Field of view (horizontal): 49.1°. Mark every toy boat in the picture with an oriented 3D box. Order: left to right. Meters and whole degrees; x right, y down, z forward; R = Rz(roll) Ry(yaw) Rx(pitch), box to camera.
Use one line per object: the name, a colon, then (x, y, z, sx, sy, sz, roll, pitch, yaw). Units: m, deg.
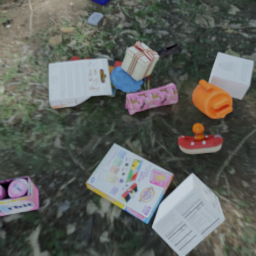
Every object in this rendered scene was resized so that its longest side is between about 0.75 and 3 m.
toy boat: (2.286, 0.305, 9.025, 1.383, 0.904, 0.902, -8, 10, 23)

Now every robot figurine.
robot figurine: (2.899, -0.950, 9.778, 1.272, 1.031, 1.768, 20, 18, -20)

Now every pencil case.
pencil case: (0.846, -1.061, 10.239, 1.904, 0.824, 0.788, -15, 53, -9)

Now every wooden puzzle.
wooden puzzle: (-1.230, -2.128, 11.309, 2.946, 0.207, 1.747, 11, 57, 7)

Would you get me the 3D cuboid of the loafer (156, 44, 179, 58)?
loafer: (1.652, -3.353, 12.030, 1.146, 0.361, 0.412, -19, 59, -12)

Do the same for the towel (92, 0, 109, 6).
towel: (-1.534, -6.774, 14.332, 1.392, 0.345, 1.028, 29, 68, 17)

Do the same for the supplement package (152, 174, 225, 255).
supplement package: (1.526, 2.142, 7.197, 0.988, 1.783, 1.388, 45, 100, 8)

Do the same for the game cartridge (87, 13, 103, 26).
game cartridge: (-1.584, -5.205, 13.386, 0.532, 0.161, 0.798, 22, 59, 10)

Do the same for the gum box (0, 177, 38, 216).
gum box: (-3.675, 2.041, 8.043, 1.904, 1.080, 0.629, -9, 57, -6)

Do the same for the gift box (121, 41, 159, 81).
gift box: (0.488, -2.668, 10.905, 1.068, 1.081, 1.157, 39, 49, 11)

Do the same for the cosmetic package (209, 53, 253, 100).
cosmetic package: (3.947, -2.013, 10.849, 1.385, 0.851, 1.380, 18, 58, 11)

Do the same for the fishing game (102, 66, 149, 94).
fishing game: (-0.067, -1.865, 11.006, 1.916, 0.298, 1.372, 10, 55, -12)

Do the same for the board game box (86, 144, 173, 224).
board game box: (0.056, 1.655, 8.683, 2.164, 0.436, 1.656, 27, 61, 17)

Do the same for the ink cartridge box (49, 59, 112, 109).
ink cartridge box: (-1.838, -1.736, 10.655, 2.269, 0.569, 1.840, -6, 60, -6)
